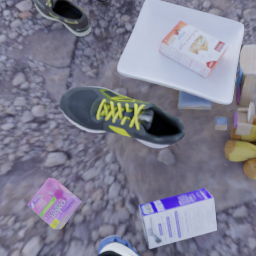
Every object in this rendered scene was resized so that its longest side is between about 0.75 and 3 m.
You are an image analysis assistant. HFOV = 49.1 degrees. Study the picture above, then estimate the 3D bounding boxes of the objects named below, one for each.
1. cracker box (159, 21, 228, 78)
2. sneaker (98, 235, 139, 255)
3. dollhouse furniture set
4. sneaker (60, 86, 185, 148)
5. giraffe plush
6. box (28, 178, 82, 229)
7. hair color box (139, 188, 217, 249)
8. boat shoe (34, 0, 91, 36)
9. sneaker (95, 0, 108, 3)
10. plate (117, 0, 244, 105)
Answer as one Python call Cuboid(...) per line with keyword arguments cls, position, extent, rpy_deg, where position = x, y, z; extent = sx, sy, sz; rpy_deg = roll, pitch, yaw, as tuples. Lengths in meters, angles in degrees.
Cuboid(cls="cracker box", position=(1.662, -2.025, 7.155), extent=(1.439, 0.415, 0.964), rpy_deg=(33, 66, 12))
Cuboid(cls="sneaker", position=(0.247, 2.941, 5.202), extent=(2.256, 1.303, 0.911), rpy_deg=(26, 86, 14))
Cuboid(cls="dollhouse furniture set", position=(1.969, -0.979, 6.771), extent=(1.969, 1.285, 1.858), rpy_deg=(4, 58, 15))
Cuboid(cls="sneaker", position=(-0.027, -0.325, 6.288), extent=(2.930, 1.240, 1.091), rpy_deg=(15, 80, -16))
Cuboid(cls="giraffe plush", position=(3.372, 0.320, 6.318), extent=(1.883, 1.527, 1.624), rpy_deg=(27, 69, 11))
Cuboid(cls="box", position=(-1.628, 1.678, 6.240), extent=(0.852, 0.412, 0.749), rpy_deg=(35, 81, 17))
Cuboid(cls="hair color box", position=(1.058, 1.913, 5.965), extent=(1.517, 0.492, 0.829), rpy_deg=(-13, 108, -7))
Cuboid(cls="boat shoe", position=(-2.051, -3.639, 8.536), extent=(2.200, 0.662, 0.784), rpy_deg=(35, 76, 15))
Cuboid(cls="sneaker", position=(-0.654, -4.076, 7.756), extent=(0.997, 2.642, 1.503), rpy_deg=(-3, 75, -11))
Cuboid(cls="plate", position=(1.425, -2.008, 7.282), extent=(2.816, 0.455, 2.810), rpy_deg=(17, 63, 4))
